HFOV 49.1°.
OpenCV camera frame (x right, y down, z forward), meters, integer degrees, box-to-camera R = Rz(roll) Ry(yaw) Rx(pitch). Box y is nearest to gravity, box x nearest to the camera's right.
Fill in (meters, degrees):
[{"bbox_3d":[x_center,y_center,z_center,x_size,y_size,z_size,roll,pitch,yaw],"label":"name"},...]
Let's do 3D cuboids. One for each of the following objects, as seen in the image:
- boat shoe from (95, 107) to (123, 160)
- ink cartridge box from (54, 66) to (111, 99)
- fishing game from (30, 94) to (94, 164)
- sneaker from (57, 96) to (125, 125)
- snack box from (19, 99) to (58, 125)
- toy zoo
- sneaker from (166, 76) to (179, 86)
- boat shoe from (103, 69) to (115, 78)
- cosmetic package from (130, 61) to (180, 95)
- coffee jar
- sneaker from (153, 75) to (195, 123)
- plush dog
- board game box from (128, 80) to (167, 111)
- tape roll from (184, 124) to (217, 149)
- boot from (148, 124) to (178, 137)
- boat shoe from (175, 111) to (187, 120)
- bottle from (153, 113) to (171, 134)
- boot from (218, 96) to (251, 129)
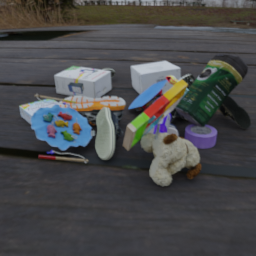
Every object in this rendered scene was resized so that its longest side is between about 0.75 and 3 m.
[{"bbox_3d":[-0.605,0.188,9.287,0.736,0.882,2.365,32,27,-26],"label":"boat shoe"},{"bbox_3d":[-2.278,-2.345,14.409,2.385,1.043,1.733,14,33,22],"label":"ink cartridge box"},{"bbox_3d":[-2.052,-0.099,8.962,2.030,0.441,2.836,10,41,-25],"label":"fishing game"},{"bbox_3d":[-1.450,-0.585,10.714,2.665,1.029,1.043,2,33,-3],"label":"sneaker"},{"bbox_3d":[-3.308,-0.551,11.324,1.445,0.538,2.032,-19,32,-34],"label":"snack box"},{"bbox_3d":[0.863,-0.439,8.094,2.480,1.627,0.254,-41,78,-18],"label":"toy zoo"},{"bbox_3d":[1.684,-1.662,10.281,0.382,0.330,0.845,3,31,-41],"label":"sneaker"},{"bbox_3d":[-1.588,-2.896,16.130,1.985,0.708,0.598,-18,34,-20],"label":"boat shoe"},{"bbox_3d":[1.388,-2.567,14.546,2.040,1.258,2.047,-11,26,-10],"label":"cosmetic package"},{"bbox_3d":[2.850,-1.343,9.675,1.107,2.596,1.354,38,2,-21],"label":"coffee jar"},{"bbox_3d":[1.619,-1.153,11.138,2.816,1.104,1.266,-41,25,-15],"label":"sneaker"},{"bbox_3d":[1.343,0.663,7.760,1.457,1.361,1.696,12,44,-32],"label":"plush dog"},{"bbox_3d":[0.946,-1.263,11.811,1.681,0.414,2.128,-46,15,-17],"label":"board game box"},{"bbox_3d":[2.507,0.274,9.719,1.058,0.449,1.058,1,26,0],"label":"tape roll"},{"bbox_3d":[0.923,0.036,10.045,1.713,0.623,0.774,14,18,1],"label":"boot"},{"bbox_3d":[2.993,-1.154,11.922,2.574,0.964,0.796,-39,39,-25],"label":"boat shoe"},{"bbox_3d":[1.090,0.020,9.230,0.424,0.543,1.299,7,50,19],"label":"bottle"},{"bbox_3d":[4.164,-0.560,11.084,0.536,1.484,1.121,-38,-9,2],"label":"boot"}]
